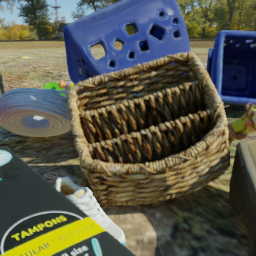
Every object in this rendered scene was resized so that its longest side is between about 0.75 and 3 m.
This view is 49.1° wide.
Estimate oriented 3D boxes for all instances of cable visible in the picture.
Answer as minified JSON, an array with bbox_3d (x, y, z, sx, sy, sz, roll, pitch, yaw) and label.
[{"bbox_3d":[-2.332,-0.326,7.208,1.913,0.662,1.913,6,-26,-18],"label":"cable"}]

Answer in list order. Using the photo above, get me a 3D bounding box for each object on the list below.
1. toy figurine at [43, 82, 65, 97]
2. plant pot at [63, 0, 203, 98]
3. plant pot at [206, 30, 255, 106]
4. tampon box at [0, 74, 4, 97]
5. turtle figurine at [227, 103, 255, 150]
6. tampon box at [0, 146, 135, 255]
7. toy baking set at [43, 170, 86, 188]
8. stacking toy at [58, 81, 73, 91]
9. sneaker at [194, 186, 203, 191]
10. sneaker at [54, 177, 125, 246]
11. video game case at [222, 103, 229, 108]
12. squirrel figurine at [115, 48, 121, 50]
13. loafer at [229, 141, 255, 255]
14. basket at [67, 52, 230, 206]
[{"bbox_3d":[-3.351,-1.138,10.961,1.232,1.005,1.338,-1,39,43],"label":"toy figurine"},{"bbox_3d":[0.157,-1.388,7.222,2.750,2.473,2.751,-27,-9,-13],"label":"plant pot"},{"bbox_3d":[4.170,-2.005,10.394,2.465,2.466,2.217,5,1,0],"label":"plant pot"},{"bbox_3d":[-5.498,-1.590,11.365,0.732,1.159,0.869,-12,23,-31],"label":"tampon box"},{"bbox_3d":[2.586,-0.124,5.859,2.423,0.780,1.954,-2,-21,-46],"label":"turtle figurine"},{"bbox_3d":[-1.307,1.440,2.113,1.913,1.611,2.553,-17,26,-39],"label":"tampon box"},{"bbox_3d":[-1.284,1.064,5.378,0.959,0.145,1.250,3,20,10],"label":"toy baking set"},{"bbox_3d":[-2.030,-1.402,10.323,1.492,0.866,0.819,24,27,30],"label":"stacking toy"},{"bbox_3d":[1.534,0.795,5.371,1.062,0.614,0.391,-21,67,-47],"label":"sneaker"},{"bbox_3d":[-0.641,1.267,4.082,1.484,0.599,0.568,25,29,35],"label":"sneaker"},{"bbox_3d":[3.486,-0.948,11.187,0.623,0.078,0.870,-12,23,-29],"label":"video game case"},{"bbox_3d":[0.035,-1.957,10.459,1.664,2.195,2.352,6,14,21],"label":"squirrel figurine"},{"bbox_3d":[2.118,1.104,4.011,0.959,1.081,2.842,4,27,8],"label":"loafer"},{"bbox_3d":[0.351,0.027,4.848,2.536,1.889,1.810,-15,28,-1],"label":"basket"}]
